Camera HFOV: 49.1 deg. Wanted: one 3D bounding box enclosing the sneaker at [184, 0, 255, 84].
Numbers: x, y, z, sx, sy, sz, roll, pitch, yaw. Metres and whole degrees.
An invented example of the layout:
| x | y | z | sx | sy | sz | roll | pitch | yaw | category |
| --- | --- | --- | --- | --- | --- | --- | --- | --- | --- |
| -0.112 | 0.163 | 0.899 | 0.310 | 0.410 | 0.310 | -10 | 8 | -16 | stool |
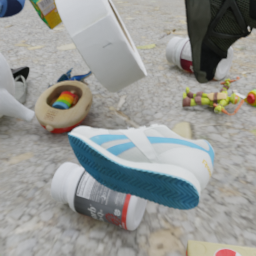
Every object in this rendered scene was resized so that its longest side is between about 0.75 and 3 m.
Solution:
| x | y | z | sx | sy | sz | roll | pitch | yaw | category |
| --- | --- | --- | --- | --- | --- | --- | --- | --- | --- |
| 1.842 | -1.746 | 5.190 | 1.490 | 2.601 | 0.994 | -6 | 59 | 12 | sneaker |

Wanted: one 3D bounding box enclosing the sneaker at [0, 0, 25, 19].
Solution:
| x | y | z | sx | sy | sz | roll | pitch | yaw | category |
| --- | --- | --- | --- | --- | --- | --- | --- | --- | --- |
| -3.094 | -2.352 | 5.569 | 2.467 | 0.912 | 1.014 | -27 | 80 | -47 | sneaker |

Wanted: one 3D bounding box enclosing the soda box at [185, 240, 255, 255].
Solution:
| x | y | z | sx | sy | sz | roll | pitch | yaw | category |
| --- | --- | --- | --- | --- | --- | --- | --- | --- | --- |
| 1.855 | 2.299 | 4.354 | 1.892 | 0.606 | 0.641 | 4 | 32 | 7 | soda box |

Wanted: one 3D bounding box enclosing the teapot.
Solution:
| x | y | z | sx | sy | sz | roll | pitch | yaw | category |
| --- | --- | --- | --- | --- | --- | --- | --- | --- | --- |
| -4.598 | -1.198 | 8.548 | 2.932 | 2.169 | 2.971 | -22 | 66 | 18 | teapot |

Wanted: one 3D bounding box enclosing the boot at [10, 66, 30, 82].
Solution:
| x | y | z | sx | sy | sz | roll | pitch | yaw | category |
| --- | --- | --- | --- | --- | --- | --- | --- | --- | --- |
| -5.341 | -2.244 | 10.882 | 2.097 | 0.834 | 2.408 | 32 | 42 | 12 | boot |

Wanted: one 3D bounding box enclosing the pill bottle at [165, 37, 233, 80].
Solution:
| x | y | z | sx | sy | sz | roll | pitch | yaw | category |
| --- | --- | --- | --- | --- | --- | --- | --- | --- | --- |
| 3.044 | -3.129 | 12.266 | 1.459 | 1.459 | 2.662 | -28 | 41 | -37 | pill bottle |

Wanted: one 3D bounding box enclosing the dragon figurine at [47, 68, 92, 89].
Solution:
| x | y | z | sx | sy | sz | roll | pitch | yaw | category |
| --- | --- | --- | --- | --- | --- | --- | --- | --- | --- |
| -2.050 | -1.655 | 9.840 | 1.118 | 2.249 | 0.662 | 42 | 40 | -5 | dragon figurine |

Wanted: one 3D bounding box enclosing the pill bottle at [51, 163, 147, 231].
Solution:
| x | y | z | sx | sy | sz | roll | pitch | yaw | category |
| --- | --- | --- | --- | --- | --- | --- | --- | --- | --- |
| -0.554 | 1.290 | 5.583 | 1.758 | 1.018 | 1.018 | 12 | 34 | 19 | pill bottle |

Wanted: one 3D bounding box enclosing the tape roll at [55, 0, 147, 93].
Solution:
| x | y | z | sx | sy | sz | roll | pitch | yaw | category |
| --- | --- | --- | --- | --- | --- | --- | --- | --- | --- |
| -0.594 | -2.342 | 7.049 | 1.007 | 2.880 | 2.880 | -26 | 30 | 11 | tape roll |

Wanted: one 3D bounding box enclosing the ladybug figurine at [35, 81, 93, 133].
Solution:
| x | y | z | sx | sy | sz | roll | pitch | yaw | category |
| --- | --- | --- | --- | --- | --- | --- | --- | --- | --- |
| -1.958 | -0.601 | 8.647 | 1.579 | 0.837 | 2.326 | 16 | 42 | 8 | ladybug figurine |

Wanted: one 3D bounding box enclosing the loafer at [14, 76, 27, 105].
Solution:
| x | y | z | sx | sy | sz | roll | pitch | yaw | category |
| --- | --- | --- | --- | --- | --- | --- | --- | --- | --- |
| -4.042 | -1.355 | 10.210 | 0.634 | 0.633 | 1.813 | -7 | 33 | -11 | loafer |

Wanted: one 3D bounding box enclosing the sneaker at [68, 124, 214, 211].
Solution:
| x | y | z | sx | sy | sz | roll | pitch | yaw | category |
| --- | --- | --- | --- | --- | --- | --- | --- | --- | --- |
| 0.083 | 0.355 | 3.664 | 2.033 | 0.778 | 0.821 | 15 | 45 | 30 | sneaker |

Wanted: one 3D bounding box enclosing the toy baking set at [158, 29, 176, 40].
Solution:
| x | y | z | sx | sy | sz | roll | pitch | yaw | category |
| --- | --- | --- | --- | --- | --- | --- | --- | --- | --- |
| 1.428 | -3.375 | 10.124 | 0.684 | 0.104 | 0.891 | -31 | 9 | 4 | toy baking set |

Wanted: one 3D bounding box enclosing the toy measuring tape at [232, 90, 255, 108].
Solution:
| x | y | z | sx | sy | sz | roll | pitch | yaw | category |
| --- | --- | --- | --- | --- | --- | --- | --- | --- | --- |
| 4.356 | -1.211 | 10.072 | 0.584 | 0.584 | 1.588 | -12 | 34 | -18 | toy measuring tape |

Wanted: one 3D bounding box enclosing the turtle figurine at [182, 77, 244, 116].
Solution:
| x | y | z | sx | sy | sz | roll | pitch | yaw | category |
| --- | --- | --- | --- | --- | --- | --- | --- | --- | --- |
| 2.930 | -1.043 | 9.571 | 1.966 | 0.785 | 2.437 | 5 | 41 | 23 | turtle figurine |

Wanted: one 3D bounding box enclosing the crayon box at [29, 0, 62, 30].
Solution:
| x | y | z | sx | sy | sz | roll | pitch | yaw | category |
| --- | --- | --- | --- | --- | --- | --- | --- | --- | --- |
| -1.989 | -4.570 | 9.158 | 2.509 | 1.490 | 0.731 | -41 | 80 | -5 | crayon box |
